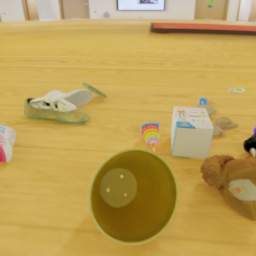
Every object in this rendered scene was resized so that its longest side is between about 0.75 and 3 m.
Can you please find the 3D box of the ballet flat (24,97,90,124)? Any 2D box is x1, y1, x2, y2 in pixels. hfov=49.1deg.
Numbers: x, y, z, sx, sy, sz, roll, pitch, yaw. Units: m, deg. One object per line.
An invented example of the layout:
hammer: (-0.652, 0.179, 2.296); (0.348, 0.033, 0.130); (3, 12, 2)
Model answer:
ballet flat: (-3.034, -0.790, 11.666); (2.919, 1.032, 1.032); (7, 28, 12)

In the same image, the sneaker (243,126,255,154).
sneaker: (4.402, 0.456, 9.489); (1.044, 0.730, 2.100); (2, 28, 6)

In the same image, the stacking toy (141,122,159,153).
stacking toy: (0.851, 0.423, 9.833); (0.678, 0.717, 1.236); (-5, 41, -5)

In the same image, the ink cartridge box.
ink cartridge box: (2.124, 0.124, 9.614); (1.191, 1.170, 1.617); (5, 27, 4)

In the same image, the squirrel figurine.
squirrel figurine: (2.971, 1.157, 7.515); (2.020, 1.429, 1.885); (18, 26, 26)

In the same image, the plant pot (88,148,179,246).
plant pot: (-0.046, 1.488, 6.547); (2.014, 2.014, 1.430); (-10, -1, -18)

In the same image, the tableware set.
tableware set: (3.193, -0.305, 11.452); (1.947, 0.270, 2.331); (-19, 36, -27)

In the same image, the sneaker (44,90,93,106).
sneaker: (-2.868, -1.505, 13.238); (2.166, 0.798, 1.252); (-19, 36, -30)

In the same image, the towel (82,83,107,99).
towel: (-1.635, -1.816, 13.702); (1.228, 0.224, 0.911); (29, 0, -31)

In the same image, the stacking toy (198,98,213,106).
stacking toy: (3.743, -1.198, 13.157); (0.813, 0.446, 0.472); (-6, 23, -38)

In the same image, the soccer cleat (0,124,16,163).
soccer cleat: (-4.244, 0.371, 9.561); (1.019, 0.825, 2.361); (-18, 32, -35)

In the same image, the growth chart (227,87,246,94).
growth chart: (5.795, -2.011, 15.002); (0.967, 0.086, 0.700); (-10, 28, -19)
